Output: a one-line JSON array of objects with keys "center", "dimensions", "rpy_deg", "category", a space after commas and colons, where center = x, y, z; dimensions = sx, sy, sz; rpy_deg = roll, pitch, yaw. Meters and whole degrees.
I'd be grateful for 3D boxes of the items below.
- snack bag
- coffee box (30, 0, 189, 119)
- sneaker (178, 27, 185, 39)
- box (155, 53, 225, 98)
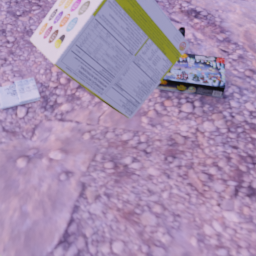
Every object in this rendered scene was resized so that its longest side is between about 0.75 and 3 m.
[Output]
[{"center": [-4.166, -1.332, 10.586], "dimensions": [1.459, 0.156, 1.376], "rpy_deg": [-17, 50, -15], "category": "snack bag"}, {"center": [-0.579, -2.308, 7.563], "dimensions": [2.605, 2.634, 2.630], "rpy_deg": [-52, 40, 5], "category": "coffee box"}, {"center": [2.264, -4.057, 12.735], "dimensions": [0.593, 0.685, 1.565], "rpy_deg": [12, 48, 11], "category": "sneaker"}, {"center": [2.347, -2.200, 11.102], "dimensions": [2.851, 0.569, 1.952], "rpy_deg": [9, 48, 8], "category": "box"}]
